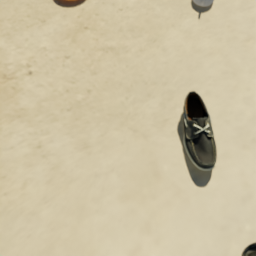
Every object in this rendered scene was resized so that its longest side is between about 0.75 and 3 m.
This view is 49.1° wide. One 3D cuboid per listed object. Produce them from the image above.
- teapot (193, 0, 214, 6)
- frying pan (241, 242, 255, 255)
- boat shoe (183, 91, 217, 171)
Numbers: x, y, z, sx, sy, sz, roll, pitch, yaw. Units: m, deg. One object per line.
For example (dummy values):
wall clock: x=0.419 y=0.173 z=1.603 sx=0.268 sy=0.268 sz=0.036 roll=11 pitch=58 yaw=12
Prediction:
teapot: x=2.987 y=-5.281 z=10.927 sx=0.948 sy=0.702 sz=0.961 roll=-29 pitch=66 yaw=-14
frying pan: x=3.293 y=2.987 z=6.746 sx=1.128 sy=0.304 sz=1.865 roll=18 pitch=62 yaw=8
boat shoe: x=1.991 y=0.052 z=7.973 sx=0.849 sy=0.800 sz=2.365 roll=-7 pitch=61 yaw=5
